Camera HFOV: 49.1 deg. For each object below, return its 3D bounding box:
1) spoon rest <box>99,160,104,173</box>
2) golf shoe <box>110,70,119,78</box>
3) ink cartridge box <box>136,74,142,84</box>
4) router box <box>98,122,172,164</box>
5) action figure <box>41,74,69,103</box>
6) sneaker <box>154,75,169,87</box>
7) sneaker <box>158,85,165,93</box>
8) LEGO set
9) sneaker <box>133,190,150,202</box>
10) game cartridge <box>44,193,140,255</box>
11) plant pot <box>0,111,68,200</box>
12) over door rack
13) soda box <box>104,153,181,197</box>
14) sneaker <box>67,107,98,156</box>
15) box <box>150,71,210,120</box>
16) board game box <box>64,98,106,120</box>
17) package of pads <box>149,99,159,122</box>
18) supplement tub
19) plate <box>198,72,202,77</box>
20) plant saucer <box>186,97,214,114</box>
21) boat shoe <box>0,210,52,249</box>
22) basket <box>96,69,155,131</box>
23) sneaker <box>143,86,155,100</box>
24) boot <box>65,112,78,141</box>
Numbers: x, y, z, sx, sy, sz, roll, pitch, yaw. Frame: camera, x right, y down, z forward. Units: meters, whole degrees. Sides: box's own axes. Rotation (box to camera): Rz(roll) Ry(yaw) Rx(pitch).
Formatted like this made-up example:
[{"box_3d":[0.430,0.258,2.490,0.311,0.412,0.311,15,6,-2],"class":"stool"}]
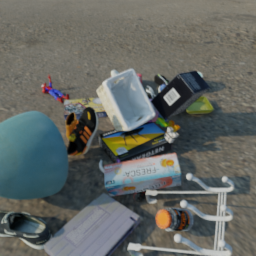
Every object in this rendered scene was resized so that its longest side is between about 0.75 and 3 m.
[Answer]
[{"box_3d":[-0.427,1.470,9.504,1.198,0.595,0.363,19,53,-5],"class":"spoon rest"},{"box_3d":[-0.125,-2.219,13.852,1.820,0.838,0.661,49,37,0],"class":"golf shoe"},{"box_3d":[0.011,-2.405,15.018,1.040,0.598,1.433,14,38,18],"class":"ink cartridge box"},{"box_3d":[0.272,0.563,10.895,2.339,0.597,1.745,-19,40,-24],"class":"router box"},{"box_3d":[-3.863,-2.048,14.284,1.964,0.972,0.641,25,42,35],"class":"action figure"},{"box_3d":[1.964,-2.492,15.159,0.667,0.578,1.612,-4,38,-19],"class":"sneaker"},{"box_3d":[2.069,-1.486,13.369,0.849,0.748,1.905,-34,44,13],"class":"sneaker"},{"box_3d":[1.375,0.005,11.087,0.733,0.789,1.923,-2,37,-37],"class":"LEGO set"},{"box_3d":[0.435,1.801,9.278,0.695,0.503,1.423,-8,45,40],"class":"sneaker"},{"box_3d":[-0.950,2.930,7.793,1.522,0.451,2.348,22,40,34],"class":"game cartridge"},{"box_3d":[-3.345,0.958,8.172,2.709,2.709,1.825,26,25,32],"class":"plant pot"},{"box_3d":[1.249,2.206,7.103,2.684,0.894,1.983,-18,29,34],"class":"over door rack"},{"box_3d":[0.451,1.461,8.635,2.301,0.732,0.787,-10,51,4],"class":"soda box"},{"box_3d":[-1.707,0.184,10.099,0.686,1.963,0.883,33,27,27],"class":"sneaker"},{"box_3d":[2.040,-1.304,10.968,1.644,1.657,1.021,-21,72,-51],"class":"box"},{"box_3d":[-2.045,-0.917,13.174,1.888,0.327,1.279,-5,37,-8],"class":"board game box"},{"box_3d":[0.412,-0.691,12.057,2.014,1.213,0.762,-5,73,-6],"class":"package of pads"},{"box_3d":[1.286,2.546,7.785,1.015,0.622,0.622,16,22,-39],"class":"supplement tub"},{"box_3d":[3.314,-2.451,15.008,1.445,0.185,1.445,-24,38,21],"class":"plate"},{"box_3d":[3.259,-1.038,13.377,1.269,0.304,1.271,-3,35,-4],"class":"plant saucer"},{"box_3d":[-3.118,2.692,7.899,2.151,0.649,0.813,10,36,14],"class":"boat shoe"},{"box_3d":[-0.138,-0.974,10.589,1.358,2.003,1.236,-29,7,-25],"class":"basket"},{"box_3d":[0.960,-1.608,13.699,0.629,0.462,1.391,-2,44,-34],"class":"sneaker"},{"box_3d":[-2.160,-0.158,11.391,0.589,1.198,1.674,2,36,1],"class":"boot"}]
